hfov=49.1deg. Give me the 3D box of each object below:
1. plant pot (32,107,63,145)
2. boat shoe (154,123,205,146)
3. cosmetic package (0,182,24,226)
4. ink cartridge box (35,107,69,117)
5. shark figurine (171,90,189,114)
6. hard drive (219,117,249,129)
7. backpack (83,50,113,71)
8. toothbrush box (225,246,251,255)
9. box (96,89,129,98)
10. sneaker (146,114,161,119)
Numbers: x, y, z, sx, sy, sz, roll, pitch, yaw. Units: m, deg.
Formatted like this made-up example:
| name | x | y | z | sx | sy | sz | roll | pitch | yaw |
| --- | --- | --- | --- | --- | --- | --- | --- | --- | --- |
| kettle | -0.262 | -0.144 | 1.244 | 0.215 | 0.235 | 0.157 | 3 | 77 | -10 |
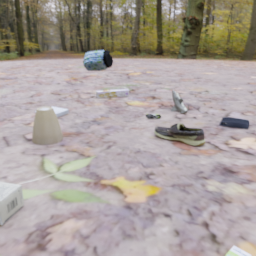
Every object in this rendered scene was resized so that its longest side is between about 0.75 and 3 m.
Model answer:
| name | x | y | z | sx | sy | sz | roll | pitch | yaw |
| --- | --- | --- | --- | --- | --- | --- | --- | --- | --- |
| plant pot | -3.259 | -0.145 | 11.181 | 1.224 | 1.307 | 1.224 | 1 | 19 | 0 |
| boat shoe | 2.052 | 0.141 | 11.242 | 2.206 | 0.715 | 0.808 | 12 | 22 | 32 |
| cosmetic package | -3.497 | 1.715 | 6.723 | 1.684 | 0.599 | 0.886 | 6 | 19 | 16 |
| ink cartridge box | -4.029 | -0.795 | 14.759 | 1.253 | 0.276 | 1.277 | 12 | 24 | 31 |
| shark figurine | 2.755 | -1.065 | 15.256 | 0.843 | 1.206 | 2.019 | -25 | 38 | 3 |
| hard drive | 4.976 | -0.239 | 13.081 | 1.273 | 0.270 | 0.859 | 9 | 20 | 24 |
| backpack | -1.398 | -2.951 | 12.346 | 1.200 | 0.922 | 0.979 | 14 | -17 | 16 |
| toothbrush box | 1.688 | 2.440 | 4.628 | 0.332 | 0.562 | 0.772 | 17 | 25 | 41 |
| box | -1.063 | -2.331 | 19.044 | 2.249 | 0.466 | 0.435 | -5 | 20 | -18 |
| sneaker | 1.261 | -0.584 | 14.193 | 0.775 | 0.286 | 0.314 | 6 | 11 | -7 |
